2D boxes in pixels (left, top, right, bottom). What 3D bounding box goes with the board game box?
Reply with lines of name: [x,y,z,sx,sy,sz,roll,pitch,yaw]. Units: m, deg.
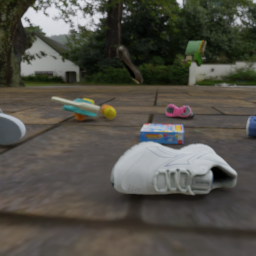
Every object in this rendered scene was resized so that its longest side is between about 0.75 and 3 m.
board game box: [0.959,0.150,7.802,1.129,0.322,1.153,1,11,8]

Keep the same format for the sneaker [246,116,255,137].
sneaker: [4.285,-0.057,8.145,1.062,0.743,1.839,14,24,41]

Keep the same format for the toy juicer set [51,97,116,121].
toy juicer set: [-1.493,-0.584,10.831,1.894,0.810,2.977,17,7,13]

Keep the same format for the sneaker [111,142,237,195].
sneaker: [0.734,0.645,4.185,2.025,0.754,0.882,-5,17,-24]

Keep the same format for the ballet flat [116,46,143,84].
ballet flat: [0.034,-2.250,10.455,0.605,1.796,0.416,28,71,42]

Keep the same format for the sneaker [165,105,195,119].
sneaker: [2.186,-0.621,11.793,0.676,0.560,1.418,19,-3,-39]

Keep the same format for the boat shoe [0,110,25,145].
boat shoe: [-3.579,-0.049,7.499,2.305,0.851,0.787,-5,21,25]

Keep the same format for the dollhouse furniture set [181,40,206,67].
dollhouse furniture set: [3.050,-3.630,13.148,0.904,1.380,0.693,10,-13,31]
